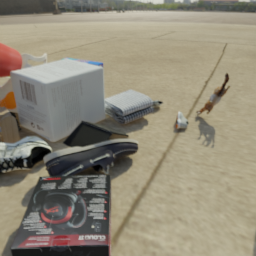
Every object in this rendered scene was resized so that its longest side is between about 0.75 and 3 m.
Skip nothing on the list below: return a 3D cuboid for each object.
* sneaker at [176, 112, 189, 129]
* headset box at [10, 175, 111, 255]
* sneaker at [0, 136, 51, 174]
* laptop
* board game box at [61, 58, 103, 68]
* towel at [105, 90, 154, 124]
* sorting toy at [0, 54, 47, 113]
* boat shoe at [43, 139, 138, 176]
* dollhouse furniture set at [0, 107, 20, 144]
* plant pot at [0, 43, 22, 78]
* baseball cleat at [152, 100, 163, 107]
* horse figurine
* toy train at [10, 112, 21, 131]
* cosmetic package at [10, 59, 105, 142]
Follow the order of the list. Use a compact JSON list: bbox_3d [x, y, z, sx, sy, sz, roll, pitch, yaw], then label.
[{"bbox_3d":[2.148,-0.269,11.063,0.480,0.395,1.044,10,35,4],"label":"sneaker"},{"bbox_3d":[-1.212,2.007,5.792,1.737,0.877,2.337,-1,26,-3],"label":"headset box"},{"bbox_3d":[-3.293,0.872,8.139,0.993,0.857,2.266,22,35,37],"label":"sneaker"},{"bbox_3d":[-1.117,0.398,9.972,1.527,0.945,1.631,20,4,34],"label":"laptop"},{"bbox_3d":[-2.272,-2.491,13.972,2.263,1.721,0.509,14,29,27],"label":"board game box"},{"bbox_3d":[-0.038,-0.857,11.697,1.538,0.795,1.857,-23,29,-24],"label":"towel"},{"bbox_3d":[-4.062,-1.967,11.776,1.403,2.363,2.625,21,21,16],"label":"sorting toy"},{"bbox_3d":[-0.926,1.002,8.224,2.931,1.065,0.919,-9,70,-28],"label":"boat shoe"},{"bbox_3d":[-5.697,-0.451,9.561,2.997,1.950,2.753,-18,32,-33],"label":"dollhouse furniture set"},{"bbox_3d":[-4.683,-2.452,10.143,1.442,1.442,1.276,14,10,26],"label":"plant pot"},{"bbox_3d":[1.037,-1.094,12.505,1.079,0.376,0.575,-11,-3,-21],"label":"baseball cleat"},{"bbox_3d":[3.473,-1.213,11.159,0.489,1.958,1.297,36,11,7],"label":"horse figurine"},{"bbox_3d":[-4.668,-0.312,11.153,0.465,0.346,2.029,-24,34,-18],"label":"toy train"},{"bbox_3d":[-2.572,-1.194,10.759,2.234,2.220,2.669,21,34,36],"label":"cosmetic package"}]
